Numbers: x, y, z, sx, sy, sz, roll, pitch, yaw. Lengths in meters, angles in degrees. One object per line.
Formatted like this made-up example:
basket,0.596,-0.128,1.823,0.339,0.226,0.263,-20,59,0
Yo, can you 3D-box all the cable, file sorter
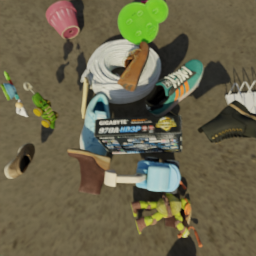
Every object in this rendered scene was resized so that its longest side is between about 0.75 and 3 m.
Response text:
cable,-0.170,-2.117,10.481,2.719,0.941,2.718,11,58,5
file sorter,4.476,-1.014,9.846,1.605,0.999,1.114,-6,60,-3

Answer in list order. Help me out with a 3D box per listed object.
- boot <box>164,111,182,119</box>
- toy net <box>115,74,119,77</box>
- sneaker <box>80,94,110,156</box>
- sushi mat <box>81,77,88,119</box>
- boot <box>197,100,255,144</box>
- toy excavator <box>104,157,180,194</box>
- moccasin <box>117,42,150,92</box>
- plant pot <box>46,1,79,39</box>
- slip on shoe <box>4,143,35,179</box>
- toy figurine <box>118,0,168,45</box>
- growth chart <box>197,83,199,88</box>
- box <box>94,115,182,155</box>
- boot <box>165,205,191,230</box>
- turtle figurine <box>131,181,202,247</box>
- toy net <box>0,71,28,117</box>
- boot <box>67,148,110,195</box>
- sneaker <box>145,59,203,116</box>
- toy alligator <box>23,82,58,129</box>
boot,1.320,-0.354,9.495,0.829,0.321,0.573,17,29,39
toy net,-0.260,-1.892,10.814,0.919,0.178,0.482,37,67,19
sneaker,-1.050,-0.035,9.167,0.924,1.024,2.500,5,58,-18
sushi mat,-1.490,-1.028,9.508,0.079,1.308,0.626,2,27,-15
boot,2.749,0.179,7.154,1.306,0.731,1.888,-36,28,5
toy excavator,0.456,1.295,7.507,1.802,1.853,0.926,6,90,15
moccasin,0.172,-2.141,9.375,0.808,0.765,2.093,23,65,-2
plant pot,-2.640,-4.432,11.744,1.266,1.266,1.134,-24,78,-13
slip on shoe,-2.987,0.901,8.082,0.449,0.563,1.481,-14,21,15
toy figurine,0.795,-4.292,10.366,1.500,1.999,1.840,47,42,-20
growth chart,2.410,-1.853,10.856,0.762,0.068,0.551,22,63,12
box,0.381,0.262,8.062,2.324,1.847,0.535,-3,69,10
boot,1.462,2.535,8.205,0.703,0.306,0.845,12,65,3
turtle figurine,1.070,2.405,7.968,1.793,0.716,2.224,-15,57,-5
toy net,-3.091,-0.798,7.574,0.289,1.497,0.785,-26,64,-17
boot,-1.241,1.297,8.194,1.455,0.526,1.210,20,87,-30
sneaker,1.318,-1.204,8.018,2.058,0.822,0.735,-48,60,7
toy alligator,-2.272,-0.569,7.466,0.358,1.489,0.493,-2,39,36
